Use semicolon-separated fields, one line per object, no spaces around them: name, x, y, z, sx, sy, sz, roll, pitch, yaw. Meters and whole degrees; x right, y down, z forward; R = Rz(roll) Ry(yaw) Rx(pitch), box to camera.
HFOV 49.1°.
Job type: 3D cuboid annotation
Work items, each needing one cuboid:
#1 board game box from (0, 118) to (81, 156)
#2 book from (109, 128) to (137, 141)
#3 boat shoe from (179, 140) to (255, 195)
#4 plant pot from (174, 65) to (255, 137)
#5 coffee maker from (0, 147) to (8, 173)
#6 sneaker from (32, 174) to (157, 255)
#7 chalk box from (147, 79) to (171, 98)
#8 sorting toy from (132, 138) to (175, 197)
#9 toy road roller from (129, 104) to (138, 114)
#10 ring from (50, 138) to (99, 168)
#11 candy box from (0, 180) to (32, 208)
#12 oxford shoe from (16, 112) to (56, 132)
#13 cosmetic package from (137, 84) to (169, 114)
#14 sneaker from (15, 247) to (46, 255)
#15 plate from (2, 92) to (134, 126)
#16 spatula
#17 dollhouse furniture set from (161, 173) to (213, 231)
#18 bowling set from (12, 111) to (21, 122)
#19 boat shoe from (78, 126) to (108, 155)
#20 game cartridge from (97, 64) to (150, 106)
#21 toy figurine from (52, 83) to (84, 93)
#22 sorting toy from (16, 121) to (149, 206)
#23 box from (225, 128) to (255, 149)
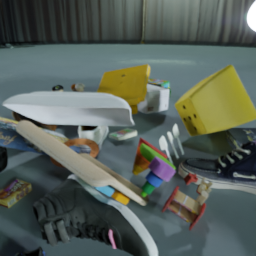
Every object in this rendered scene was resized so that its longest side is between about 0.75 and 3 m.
board game box;-2.812;0.232;7.701;2.555;0.442;1.731;18;2;-36
book;-0.187;0.230;9.932;0.833;0.200;0.557;-19;23;-36
boat shoe;2.665;0.840;6.994;2.718;1.260;1.015;8;24;17
plant pot;2.772;-0.693;9.531;1.703;1.931;1.931;-27;0;-15
coffee maker;-3.871;0.734;7.515;1.153;0.777;1.108;8;42;6
sneaker;-0.769;1.876;5.133;2.642;0.934;1.310;23;41;40
chalk box;1.510;-1.872;14.043;1.478;0.922;0.916;15;27;30
sorting toy;0.443;0.970;6.637;0.953;0.947;2.749;36;4;-4
toy road roller;0.006;-0.793;11.607;0.881;0.541;0.643;-28;40;-29
ring;-1.426;0.666;7.496;1.307;1.307;0.125;-8;54;-19
candy box;-2.735;1.551;6.647;0.456;0.221;0.782;10;26;22
oxford shoe;-3.227;-0.302;9.842;1.538;0.549;0.548;36;46;-12
cosmetic package;0.372;-1.530;12.943;1.434;1.044;2.821;-14;25;-43
sneaker;-1.886;2.294;4.590;1.057;0.412;0.371;-14;27;-31
plate;-1.319;-0.471;7.563;2.913;0.472;2.920;1;-8;4
spatula;1.217;0.521;7.694;0.087;1.081;0.752;15;49;43
dollhouse furniture set;1.318;1.498;6.110;0.703;0.531;1.306;33;28;11
bowling set;-3.619;-0.345;10.722;1.425;0.992;0.765;-21;71;-18
boat shoe;-1.232;-0.055;9.429;0.938;0.924;2.647;-2;21;3
game cartridge;-0.236;-1.742;11.893;2.172;0.400;2.464;-7;43;18
toy figurine;-2.716;-1.505;12.665;1.476;1.027;1.453;-12;15;-21
sorting toy;-0.890;0.879;5.958;2.375;0.468;2.566;28;-8;29
box;4.029;0.508;8.862;1.390;0.450;1.763;0;22;2
